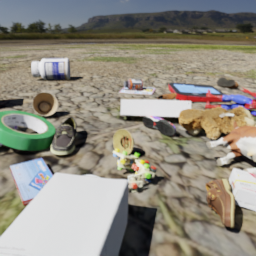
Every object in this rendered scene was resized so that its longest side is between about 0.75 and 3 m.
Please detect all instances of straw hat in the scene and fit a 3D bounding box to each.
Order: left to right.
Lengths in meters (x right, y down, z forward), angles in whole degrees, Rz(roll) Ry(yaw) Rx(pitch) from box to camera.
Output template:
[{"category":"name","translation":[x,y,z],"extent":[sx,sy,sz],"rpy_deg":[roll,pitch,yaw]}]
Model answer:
[{"category":"straw hat","translation":[-0.027,0.380,7.404],"extent":[0.329,0.777,0.777],"rpy_deg":[-6,19,-43]}]

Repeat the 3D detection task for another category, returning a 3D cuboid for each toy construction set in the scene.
[{"category":"toy construction set","translation":[0.134,0.902,6.183],"extent":[0.802,0.563,1.223],"rpy_deg":[18,22,-23]}]

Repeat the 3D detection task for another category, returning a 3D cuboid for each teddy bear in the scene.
[{"category":"teddy bear","translation":[2.678,-0.139,8.463],"extent":[2.252,0.752,1.633],"rpy_deg":[-10,32,-2]}]

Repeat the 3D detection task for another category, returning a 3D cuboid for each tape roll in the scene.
[{"category":"tape roll","translation":[-2.948,0.047,7.918],"extent":[1.689,0.406,1.689],"rpy_deg":[18,20,-7]}]

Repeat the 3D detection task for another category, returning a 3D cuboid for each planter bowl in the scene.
[{"category":"planter bowl","translation":[-3.096,-0.825,10.396],"extent":[0.891,0.891,0.600],"rpy_deg":[-8,-5,-20]}]

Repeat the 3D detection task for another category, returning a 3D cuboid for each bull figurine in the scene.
[{"category":"bull figurine","translation":[2.892,0.435,6.676],"extent":[1.491,0.800,2.456],"rpy_deg":[-24,12,-19]}]

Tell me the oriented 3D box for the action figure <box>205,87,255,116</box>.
[{"category":"action figure","translation":[4.338,-0.923,10.392],"extent":[2.774,0.907,0.717],"rpy_deg":[12,40,21]}]

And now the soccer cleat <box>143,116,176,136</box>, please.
[{"category":"soccer cleat","translation":[1.085,-0.112,9.028],"extent":[0.518,0.483,1.416],"rpy_deg":[-13,21,-35]}]

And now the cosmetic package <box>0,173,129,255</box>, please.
[{"category":"cosmetic package","translation":[-0.840,1.606,3.793],"extent":[1.333,0.958,2.362],"rpy_deg":[5,20,12]}]

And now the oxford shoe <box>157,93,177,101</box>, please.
[{"category":"oxford shoe","translation":[1.672,-1.335,12.181],"extent":[0.870,0.310,0.310],"rpy_deg":[-13,-20,21]}]

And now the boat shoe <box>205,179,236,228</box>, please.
[{"category":"boat shoe","translation":[1.674,1.361,5.130],"extent":[0.475,0.506,1.406],"rpy_deg":[-1,14,12]}]

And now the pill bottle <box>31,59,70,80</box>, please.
[{"category":"pill bottle","translation":[-4.641,-3.538,16.938],"extent":[2.134,1.277,1.277],"rpy_deg":[-2,21,-4]}]

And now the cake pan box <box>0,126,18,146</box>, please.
[{"category":"cake pan box","translation":[-4.497,0.154,8.252],"extent":[1.866,0.530,2.026],"rpy_deg":[2,21,-1]}]

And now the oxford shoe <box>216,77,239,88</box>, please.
[{"category":"oxford shoe","translation":[5.367,-2.368,15.176],"extent":[0.527,0.528,1.480],"rpy_deg":[23,9,-27]}]

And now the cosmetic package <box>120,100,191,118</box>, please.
[{"category":"cosmetic package","translation":[0.990,-0.678,10.002],"extent":[2.402,0.608,0.991],"rpy_deg":[3,2,9]}]

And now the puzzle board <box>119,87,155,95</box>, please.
[{"category":"puzzle board","translation":[0.485,-1.912,14.249],"extent":[1.650,0.144,1.244],"rpy_deg":[4,21,13]}]

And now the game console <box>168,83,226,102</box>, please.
[{"category":"game console","translation":[3.274,-1.742,13.413],"extent":[2.404,0.422,2.718],"rpy_deg":[-1,21,-2]}]

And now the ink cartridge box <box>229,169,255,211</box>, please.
[{"category":"ink cartridge box","translation":[2.367,1.212,5.525],"extent":[0.609,0.350,0.839],"rpy_deg":[16,23,8]}]

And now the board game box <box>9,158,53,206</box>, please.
[{"category":"board game box","translation":[-2.052,1.126,6.110],"extent":[0.767,0.145,1.490],"rpy_deg":[-13,27,-28]}]

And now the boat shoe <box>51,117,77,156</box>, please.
[{"category":"boat shoe","translation":[-1.810,0.191,7.967],"extent":[0.675,0.598,1.845],"rpy_deg":[2,21,-7]}]

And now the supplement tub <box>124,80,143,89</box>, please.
[{"category":"supplement tub","translation":[0.257,-2.168,13.990],"extent":[0.920,0.492,0.492],"rpy_deg":[-3,21,-15]}]
